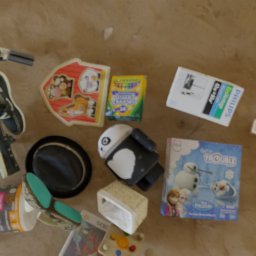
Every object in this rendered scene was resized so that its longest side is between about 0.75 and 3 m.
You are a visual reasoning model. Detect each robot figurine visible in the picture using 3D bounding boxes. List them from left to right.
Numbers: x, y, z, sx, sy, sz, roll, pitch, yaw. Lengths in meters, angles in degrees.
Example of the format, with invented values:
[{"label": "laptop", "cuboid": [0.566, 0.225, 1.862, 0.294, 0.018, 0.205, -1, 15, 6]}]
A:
[{"label": "robot figurine", "cuboid": [0.075, 1.084, 10.379, 1.987, 1.650, 2.645, -45, 84, -1]}]

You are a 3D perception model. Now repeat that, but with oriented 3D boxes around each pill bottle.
[{"label": "pill bottle", "cuboid": [-4.923, 2.959, 10.125, 2.946, 1.714, 1.714, -4, 84, -4]}]

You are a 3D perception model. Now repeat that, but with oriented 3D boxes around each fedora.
[{"label": "fedora", "cuboid": [-2.650, 1.564, 10.420, 2.630, 1.201, 2.630, 0, 93, -4]}]

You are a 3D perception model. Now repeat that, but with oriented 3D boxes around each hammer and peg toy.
[{"label": "hammer and peg toy", "cuboid": [0.026, 4.291, 9.938, 1.948, 0.687, 1.433, 32, 43, 1]}]

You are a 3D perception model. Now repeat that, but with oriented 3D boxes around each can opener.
[{"label": "can opener", "cuboid": [-4.622, -2.849, 11.234, 1.733, 0.576, 0.456, 12, 74, -4]}]

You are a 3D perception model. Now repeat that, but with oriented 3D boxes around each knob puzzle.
[{"label": "knob puzzle", "cuboid": [-2.212, -1.398, 11.042, 3.002, 0.416, 3.002, 1, 96, 6]}]

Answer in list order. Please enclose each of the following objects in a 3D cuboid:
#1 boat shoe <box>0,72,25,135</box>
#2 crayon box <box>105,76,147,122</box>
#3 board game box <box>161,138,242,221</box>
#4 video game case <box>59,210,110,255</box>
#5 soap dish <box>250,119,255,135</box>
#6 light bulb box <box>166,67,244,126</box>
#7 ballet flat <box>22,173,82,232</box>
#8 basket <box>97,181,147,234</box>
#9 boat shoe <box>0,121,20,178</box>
[{"label": "boat shoe", "cuboid": [-4.742, -0.793, 10.573, 0.977, 0.779, 2.584, -12, 112, 18]}, {"label": "crayon box", "cuboid": [-0.038, -1.273, 10.709, 1.290, 0.529, 2.052, 1, 66, 15]}, {"label": "board game box", "cuboid": [2.785, 1.942, 10.600, 2.865, 0.621, 2.851, 6, 84, -9]}, {"label": "video game case", "cuboid": [-1.159, 4.685, 10.005, 2.446, 0.308, 2.685, 28, 55, -1]}, {"label": "soap dish", "cuboid": [5.302, 0.053, 11.206, 0.786, 0.319, 0.618, 19, 84, 2]}, {"label": "light bulb box", "cuboid": [2.678, -1.242, 10.245, 2.212, 2.192, 1.380, 20, 106, 5]}, {"label": "ballet flat", "cuboid": [-2.783, 2.691, 9.461, 1.032, 0.929, 2.740, -37, 114, 12]}, {"label": "basket", "cuboid": [-0.189, 2.755, 9.971, 1.618, 1.097, 0.998, 24, 40, 31]}, {"label": "boat shoe", "cuboid": [-4.344, 0.624, 9.990, 0.729, 0.821, 2.198, -13, 87, -33]}]
